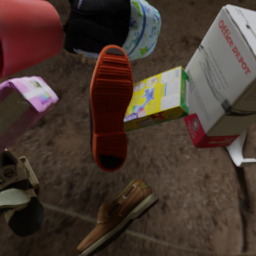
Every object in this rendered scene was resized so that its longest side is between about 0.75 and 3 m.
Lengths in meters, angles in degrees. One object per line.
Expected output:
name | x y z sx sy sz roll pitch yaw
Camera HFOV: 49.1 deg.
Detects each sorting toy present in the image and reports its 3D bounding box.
sorting toy | -3.594 1.665 8.538 1.437 0.192 1.071 -28 82 -17

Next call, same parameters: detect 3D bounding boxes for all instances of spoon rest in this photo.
spoon rest | 3.491 0.333 9.201 1.171 0.714 2.357 -1 49 -2

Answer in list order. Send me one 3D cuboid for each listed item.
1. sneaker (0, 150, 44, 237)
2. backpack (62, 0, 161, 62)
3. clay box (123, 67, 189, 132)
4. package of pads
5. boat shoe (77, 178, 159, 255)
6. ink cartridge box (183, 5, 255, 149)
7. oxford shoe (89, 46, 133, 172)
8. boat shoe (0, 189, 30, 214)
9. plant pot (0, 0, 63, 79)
sneaker | -2.661 1.432 6.490 0.858 1.025 2.316 -28 46 -16
backpack | -0.435 -2.874 7.826 2.084 2.710 2.211 10 101 -33
clay box | 0.462 -0.599 6.577 1.931 0.459 1.109 -15 53 35
package of pads | -2.538 -0.338 6.243 1.551 2.575 0.974 -38 103 3
boat shoe | -0.332 2.023 6.310 2.150 0.773 0.731 -38 68 -10
ink cartridge box | 2.266 -1.024 6.427 1.115 2.674 1.942 0 56 -20
oxford shoe | -0.505 -0.416 5.990 0.918 0.936 2.580 4 95 -24
boat shoe | -2.206 1.328 4.935 0.943 0.293 0.352 -8 55 -45
plant pot | -3.056 -2.636 7.780 1.959 2.214 2.214 -26 63 -40
